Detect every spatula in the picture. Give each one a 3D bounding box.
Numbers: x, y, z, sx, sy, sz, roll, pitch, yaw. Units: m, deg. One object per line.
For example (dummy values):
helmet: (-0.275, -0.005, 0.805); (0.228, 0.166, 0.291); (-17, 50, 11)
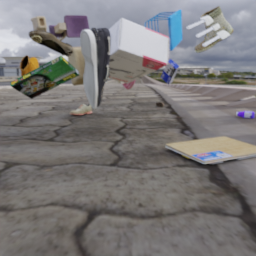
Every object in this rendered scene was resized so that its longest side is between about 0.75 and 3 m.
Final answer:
spatula: (2.647, -3.259, 9.409); (1.585, 1.102, 0.127); (-34, -10, -33)

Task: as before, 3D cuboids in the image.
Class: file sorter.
file sorter: (1.483, -4.003, 11.449); (1.090, 1.233, 1.777); (6, 32, 23)

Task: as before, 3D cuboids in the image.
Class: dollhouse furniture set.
dollhouse furniture set: (-2.808, -3.004, 11.528); (2.119, 2.674, 1.898); (-13, 9, -31)

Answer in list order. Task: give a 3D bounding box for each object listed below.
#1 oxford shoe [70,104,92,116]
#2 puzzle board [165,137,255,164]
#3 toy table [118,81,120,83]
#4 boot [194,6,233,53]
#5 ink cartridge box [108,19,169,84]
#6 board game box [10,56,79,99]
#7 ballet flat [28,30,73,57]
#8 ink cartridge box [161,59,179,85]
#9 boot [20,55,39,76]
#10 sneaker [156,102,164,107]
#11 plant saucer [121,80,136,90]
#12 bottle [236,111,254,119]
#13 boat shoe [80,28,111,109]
oxford shoe: (-2.589, -0.996, 15.246); (0.540, 0.563, 1.525); (7, 14, 32)
puzzle board: (2.552, 0.645, 8.184); (2.358, 0.205, 1.777); (-6, 14, -25)
toy table: (-0.616, -3.227, 12.750); (2.357, 1.502, 2.565); (-14, 36, 24)
boot: (2.986, -3.665, 10.535); (1.547, 1.196, 0.558); (-30, 30, 24)
ink cartridge box: (-0.093, -2.555, 9.956); (1.918, 1.084, 2.618); (10, -11, -29)
board game box: (-2.876, -1.708, 9.736); (2.090, 0.245, 1.095); (-23, -28, 13)
ballet flat: (-2.490, -2.733, 9.225); (0.588, 0.405, 1.745); (-7, -10, 31)
ink cartridge box: (1.683, -2.255, 11.365); (0.228, 1.032, 0.485); (-38, 74, -25)
boot: (-4.325, -2.811, 12.279); (0.556, 1.581, 1.132); (8, -31, -6)
sneaker: (2.207, -1.561, 18.658); (0.339, 0.316, 0.898); (-2, 12, -27)
plant saucer: (0.005, -3.020, 15.358); (0.454, 1.789, 1.789); (9, 8, -21)
bottle: (5.936, -0.667, 14.206); (0.831, 0.347, 0.271); (5, 13, 28)
boat shoe: (-0.846, -1.618, 7.879); (0.719, 2.383, 0.880); (-20, 41, -26)
